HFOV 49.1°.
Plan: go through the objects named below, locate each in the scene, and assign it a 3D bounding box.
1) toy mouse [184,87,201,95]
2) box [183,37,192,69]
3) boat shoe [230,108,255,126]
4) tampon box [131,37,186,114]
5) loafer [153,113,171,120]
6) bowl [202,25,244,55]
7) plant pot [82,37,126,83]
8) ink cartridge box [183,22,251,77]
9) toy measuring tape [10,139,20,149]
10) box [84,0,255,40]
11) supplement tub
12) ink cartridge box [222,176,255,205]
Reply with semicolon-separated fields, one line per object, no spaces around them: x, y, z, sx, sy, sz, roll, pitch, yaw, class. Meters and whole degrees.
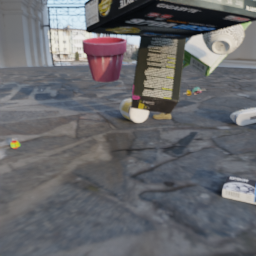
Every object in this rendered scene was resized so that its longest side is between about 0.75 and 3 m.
2.860;-1.564;11.837;0.812;0.177;0.913;-15;-11;31;toy mouse
2.240;-3.131;11.693;2.308;1.270;0.401;-21;11;35;box
5.536;-0.577;12.295;2.096;0.771;0.685;-2;21;-11;boat shoe
0.909;-1.733;8.823;1.384;2.193;1.643;8;-10;1;tampon box
1.580;-0.572;13.083;0.876;0.296;0.333;0;17;1;loafer
2.781;-2.571;8.319;1.211;1.211;0.568;6;55;20;bowl
-0.835;-2.478;10.189;1.576;1.411;1.576;-1;27;0;plant pot
3.168;-3.173;10.223;1.253;2.414;0.716;40;-11;17;ink cartridge box
-3.909;0.527;9.518;0.282;0.282;0.766;-13;21;-37;toy measuring tape
0.912;-2.462;5.856;2.968;0.683;2.359;-8;8;-35;box
0.237;-0.810;12.736;0.954;0.954;1.312;-8;18;-24;supplement tub
2.866;1.416;6.610;1.091;0.239;1.101;7;17;26;ink cartridge box
